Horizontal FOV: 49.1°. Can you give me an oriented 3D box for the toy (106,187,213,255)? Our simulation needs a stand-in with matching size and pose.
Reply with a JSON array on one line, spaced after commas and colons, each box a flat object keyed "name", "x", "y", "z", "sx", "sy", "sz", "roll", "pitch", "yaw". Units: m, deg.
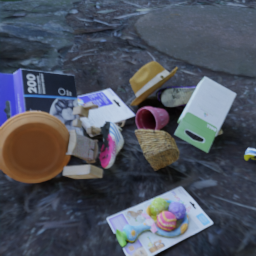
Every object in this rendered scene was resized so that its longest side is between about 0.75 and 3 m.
[{"name": "toy", "x": 0.944, "y": 2.593, "z": 8.163, "sx": 2.778, "sy": 0.656, "sz": 1.599, "roll": -19, "pitch": 44, "yaw": -22}]

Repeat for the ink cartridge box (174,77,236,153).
[{"name": "ink cartridge box", "x": 2.908, "y": -0.455, "z": 10.910, "sx": 1.428, "sy": 0.816, "sz": 2.751, "roll": 30, "pitch": 74, "yaw": 2}]

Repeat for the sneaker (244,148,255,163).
[{"name": "sneaker", "x": 4.930, "y": 1.029, "z": 10.222, "sx": 1.273, "sy": 0.471, "sz": 0.524, "roll": 13, "pitch": 39, "yaw": 15}]

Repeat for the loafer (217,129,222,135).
[{"name": "loafer", "x": 3.408, "y": -0.009, "z": 11.563, "sx": 0.991, "sy": 0.338, "sz": 0.375, "roll": 20, "pitch": 46, "yaw": 22}]

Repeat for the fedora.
[{"name": "fedora", "x": 0.916, "y": -2.116, "z": 12.419, "sx": 1.111, "sy": 2.724, "sz": 2.724, "roll": 50, "pitch": 52, "yaw": 0}]

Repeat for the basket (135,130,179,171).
[{"name": "basket", "x": 1.029, "y": 0.578, "z": 9.517, "sx": 1.100, "sy": 1.542, "sz": 1.148, "roll": -26, "pitch": 60, "yaw": 5}]

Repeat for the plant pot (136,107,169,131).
[{"name": "plant pot", "x": 1.067, "y": -0.343, "z": 11.476, "sx": 1.034, "sy": 1.155, "sz": 1.155, "roll": -17, "pitch": 40, "yaw": -41}]

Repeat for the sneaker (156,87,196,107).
[{"name": "sneaker", "x": 2.554, "y": -1.471, "z": 12.780, "sx": 2.855, "sy": 0.992, "sz": 1.420, "roll": 3, "pitch": 12, "yaw": -20}]

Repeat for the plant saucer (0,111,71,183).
[{"name": "plant saucer", "x": -3.021, "y": 0.700, "z": 9.060, "sx": 2.454, "sy": 2.454, "sz": 0.459, "roll": -14, "pitch": 19, "yaw": -17}]

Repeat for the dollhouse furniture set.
[{"name": "dollhouse furniture set", "x": -1.259, "y": 0.516, "z": 9.475, "sx": 1.060, "sy": 1.241, "sz": 2.394, "roll": -8, "pitch": 66, "yaw": 27}]

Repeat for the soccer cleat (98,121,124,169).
[{"name": "soccer cleat", "x": -0.528, "y": 0.633, "z": 10.414, "sx": 0.959, "sy": 0.776, "sz": 2.221, "roll": 27, "pitch": 37, "yaw": -26}]

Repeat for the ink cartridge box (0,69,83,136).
[{"name": "ink cartridge box", "x": -3.070, "y": -0.647, "z": 9.797, "sx": 2.814, "sy": 0.611, "sz": 2.788, "roll": -2, "pitch": 75, "yaw": -34}]

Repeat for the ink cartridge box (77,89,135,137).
[{"name": "ink cartridge box", "x": -1.165, "y": -0.734, "z": 12.107, "sx": 2.179, "sy": 0.473, "sz": 2.158, "roll": -19, "pitch": 51, "yaw": -29}]
